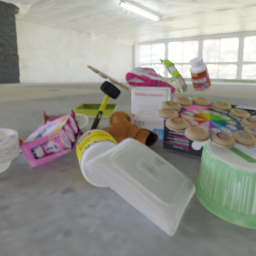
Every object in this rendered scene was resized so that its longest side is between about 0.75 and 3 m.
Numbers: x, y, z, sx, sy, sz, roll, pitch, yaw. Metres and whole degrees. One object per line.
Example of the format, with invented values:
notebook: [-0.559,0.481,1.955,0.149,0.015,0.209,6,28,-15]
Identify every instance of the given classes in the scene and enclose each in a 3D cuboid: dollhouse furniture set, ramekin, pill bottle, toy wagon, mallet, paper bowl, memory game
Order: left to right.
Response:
paper bowl: [-4.213,0.722,7.996,2.087,1.085,2.087,0,13,0]
dollhouse furniture set: [-2.673,-0.037,11.427,1.331,1.006,2.473,-6,15,-20]
pill bottle: [-0.831,0.716,7.853,1.186,1.186,2.131,-4,12,-15]
mallet: [-0.825,-0.575,9.662,0.711,2.159,0.444,26,-23,-30]
memory game: [-0.888,-2.248,12.680,2.239,0.143,2.239,29,10,-6]
toy wagon: [1.751,-2.165,11.006,0.343,1.732,1.344,-30,-26,7]
pill bottle: [2.699,-2.020,10.594,0.687,1.225,0.687,-18,29,10]
memory game: [1.948,-0.239,6.671,2.561,0.163,2.561,6,28,-3]
ramekin: [2.704,0.960,6.084,2.384,1.164,2.384,-2,21,1]

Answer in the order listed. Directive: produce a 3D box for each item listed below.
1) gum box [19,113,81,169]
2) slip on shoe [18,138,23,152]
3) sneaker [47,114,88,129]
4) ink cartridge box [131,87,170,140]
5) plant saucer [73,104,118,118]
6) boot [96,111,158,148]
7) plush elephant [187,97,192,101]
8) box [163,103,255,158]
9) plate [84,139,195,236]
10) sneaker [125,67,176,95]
gum box: [-2.450,0.350,9.164,1.349,0.786,2.377,-23,15,4]
slip on shoe: [-4.000,0.582,10.100,1.435,0.439,0.531,8,13,26]
sneaker: [-2.999,-0.315,13.458,1.983,0.719,1.131,-10,13,-38]
ink cartridge box: [0.958,-0.661,11.735,1.506,2.084,0.882,5,17,17]
plant saucer: [-1.863,-1.017,16.768,2.365,0.566,2.361,1,13,3]
boot: [0.139,0.068,10.894,2.204,1.088,2.838,7,13,23]
plush elephant: [3.424,-0.544,12.737,1.477,1.571,1.908,-22,51,-25]
box: [2.895,0.078,9.545,2.915,1.673,1.926,12,16,39]
plate: [0.444,1.015,6.147,2.156,0.349,2.161,36,23,14]
sneaker: [1.066,-2.154,12.249,2.256,0.918,0.995,23,51,8]
